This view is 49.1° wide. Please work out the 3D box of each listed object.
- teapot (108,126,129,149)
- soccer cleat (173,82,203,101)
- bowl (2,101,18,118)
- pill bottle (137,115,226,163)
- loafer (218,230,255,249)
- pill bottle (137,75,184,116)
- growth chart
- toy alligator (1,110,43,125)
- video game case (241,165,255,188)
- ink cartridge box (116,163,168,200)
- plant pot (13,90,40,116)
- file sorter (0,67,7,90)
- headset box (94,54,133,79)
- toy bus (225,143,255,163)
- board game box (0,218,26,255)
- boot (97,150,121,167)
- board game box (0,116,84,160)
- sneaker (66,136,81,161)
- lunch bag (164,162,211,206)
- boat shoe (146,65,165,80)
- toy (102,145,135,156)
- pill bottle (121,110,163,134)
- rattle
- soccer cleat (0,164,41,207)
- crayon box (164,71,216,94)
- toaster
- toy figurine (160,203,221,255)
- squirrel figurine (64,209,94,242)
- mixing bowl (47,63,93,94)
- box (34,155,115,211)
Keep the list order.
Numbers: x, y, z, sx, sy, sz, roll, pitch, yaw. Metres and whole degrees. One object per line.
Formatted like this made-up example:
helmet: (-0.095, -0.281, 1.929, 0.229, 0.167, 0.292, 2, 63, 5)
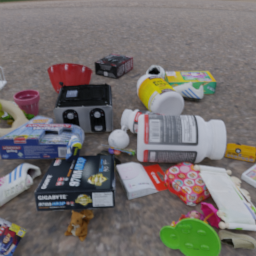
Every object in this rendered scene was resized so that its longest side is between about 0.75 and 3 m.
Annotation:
teapot: (-0.365, 0.369, 11.111, 0.882, 0.653, 0.894, -9, 33, -15)
soccer cleat: (2.811, -1.947, 14.369, 2.089, 0.902, 0.730, 9, 13, 8)
bowl: (-5.522, -0.738, 12.918, 0.928, 0.436, 0.928, 4, 56, -6)
pill bottle: (1.825, 0.404, 10.072, 2.966, 1.718, 1.718, 2, 33, 1)
loafer: (2.854, 2.992, 7.337, 0.984, 0.372, 0.336, 6, 33, 27)
pill bottle: (1.376, -1.524, 13.234, 1.510, 1.510, 2.765, -10, 34, -16)
growth chart: (3.010, 2.020, 8.397, 1.849, 0.227, 2.555, 17, 30, -20)
toy alligator: (-4.682, -0.501, 12.446, 1.809, 0.435, 0.600, -4, 68, -14)
video game case: (5.311, 1.892, 9.142, 1.798, 0.226, 2.511, -22, 39, -31)
ink cartridge box: (0.531, 1.639, 9.387, 1.607, 0.459, 1.306, -13, 36, -15)
plant pot: (-4.645, -1.101, 13.057, 1.132, 1.013, 1.132, 0, 33, 0)
file sorter: (-7.639, -2.602, 15.373, 1.165, 1.045, 1.679, -1, 33, -1)
headset box: (-0.806, -3.950, 17.635, 1.644, 0.853, 2.210, 18, 39, 26)
toy bus: (4.302, 0.926, 10.370, 1.306, 0.511, 0.425, 10, 33, 16)
board game box: (-3.557, 2.950, 6.974, 1.418, 0.437, 1.418, 26, 46, -3)
boot: (-0.655, 1.072, 10.356, 0.951, 0.368, 0.657, 23, 14, 5)
board game box: (-2.991, 0.273, 10.397, 2.562, 0.790, 2.561, -1, 21, -2)
sneaker: (-1.759, 0.677, 8.927, 0.392, 1.059, 0.436, -4, 52, -34)
lunch bag: (1.857, 1.783, 8.951, 1.262, 0.587, 1.433, -19, 39, -28)
boat shoe: (1.611, -3.128, 16.239, 1.093, 0.971, 2.972, 5, 33, 7)
toy: (-0.372, 0.884, 10.498, 1.253, 0.296, 0.722, 7, -11, 9)
pill bottle: (0.673, -0.189, 11.634, 1.778, 1.030, 1.030, 12, 35, 18)
rattle: (-4.865, 0.349, 11.415, 2.998, 2.142, 1.952, 32, 21, -17)
soccer cleat: (-3.572, 1.798, 8.794, 0.875, 0.708, 2.027, 5, 32, 20)
crayon box: (3.368, -2.504, 15.471, 2.572, 0.749, 1.528, -1, 33, -1)
toaster: (-1.878, -0.898, 12.236, 2.382, 1.563, 2.634, -3, 33, -4)
toy figurine: (1.851, 2.620, 7.581, 1.583, 1.188, 1.457, -9, 10, 33)
squirrel figurine: (-1.329, 2.524, 7.645, 0.589, 0.777, 0.832, 16, 36, 23)
mixing bowl: (-2.958, -2.298, 14.298, 2.288, 1.239, 2.288, -2, -11, 0)
box: (-1.445, 1.576, 8.607, 2.107, 0.610, 2.651, -2, 15, -1)
